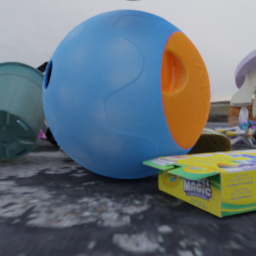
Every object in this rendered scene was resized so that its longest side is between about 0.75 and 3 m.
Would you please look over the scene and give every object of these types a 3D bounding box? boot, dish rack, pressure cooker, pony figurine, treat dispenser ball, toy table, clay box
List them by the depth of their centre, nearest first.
[{"bbox_3d":[1.473,0.679,3.903,2.308,0.549,1.326,-3,3,-24],"label":"clay box"},{"bbox_3d":[-0.030,-0.569,5.184,2.993,2.993,2.993,0,2,0],"label":"treat dispenser ball"},{"bbox_3d":[-1.114,0.584,6.999,1.132,0.287,1.319,10,2,0],"label":"dish rack"},{"bbox_3d":[1.748,0.357,8.179,2.342,0.844,1.811,6,5,19],"label":"boot"},{"bbox_3d":[3.949,0.145,9.827,1.793,1.493,1.731,-14,11,1],"label":"pony figurine"},{"bbox_3d":[4.982,-1.569,10.299,2.498,1.592,2.718,-7,-25,16],"label":"toy table"},{"bbox_3d":[-2.425,-1.131,10.461,2.617,2.930,2.577,-45,-19,25],"label":"pressure cooker"},{"bbox_3d":[5.275,-0.371,11.669,2.242,1.741,0.860,11,-31,7],"label":"boot"}]

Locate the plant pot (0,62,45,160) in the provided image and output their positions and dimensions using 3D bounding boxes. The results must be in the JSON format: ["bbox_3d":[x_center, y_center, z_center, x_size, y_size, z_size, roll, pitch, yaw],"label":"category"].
[{"bbox_3d":[-2.586,-0.310,6.224,1.737,1.737,1.701,0,37,-10],"label":"plant pot"}]

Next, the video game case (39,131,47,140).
[{"bbox_3d":[-2.918,0.326,13.311,2.128,0.420,2.348,0,2,-31],"label":"video game case"}]
